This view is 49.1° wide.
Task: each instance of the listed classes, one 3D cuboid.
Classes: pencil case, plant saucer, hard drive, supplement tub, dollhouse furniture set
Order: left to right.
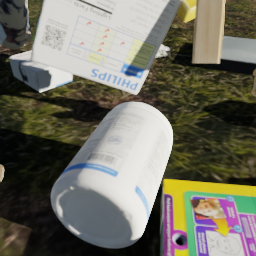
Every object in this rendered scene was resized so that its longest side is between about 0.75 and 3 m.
[{"bbox_3d":[-3.213,-3.595,7.759,1.036,2.662,1.191,14,51,-10],"label":"pencil case"},{"bbox_3d":[-0.155,0.758,5.316,1.640,1.640,2.486,11,35,16],"label":"supplement tub"},{"bbox_3d":[1.817,-3.979,8.371,1.338,0.324,1.338,-33,87,-26],"label":"plant saucer"},{"bbox_3d":[4.633,-3.182,11.945,2.078,0.490,2.978,12,37,17],"label":"hard drive"},{"bbox_3d":[2.891,-1.944,5.721,2.950,2.710,1.919,5,13,15],"label":"dollhouse furniture set"}]

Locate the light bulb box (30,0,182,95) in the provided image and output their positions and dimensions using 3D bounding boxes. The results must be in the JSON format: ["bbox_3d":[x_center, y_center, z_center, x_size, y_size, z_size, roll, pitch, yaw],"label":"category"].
[{"bbox_3d":[-0.515,-2.424,5.954,2.484,2.506,1.564,15,30,-20],"label":"light bulb box"}]

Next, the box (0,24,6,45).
[{"bbox_3d":[-3.081,-2.010,5.452,0.935,0.940,0.615,4,51,8],"label":"box"}]

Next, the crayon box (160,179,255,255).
[{"bbox_3d":[1.618,2.018,4.275,2.224,0.751,2.578,5,35,4],"label":"crayon box"}]

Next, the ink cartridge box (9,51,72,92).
[{"bbox_3d":[-3.167,-2.137,10.173,1.383,0.798,1.907,-30,45,-35],"label":"ink cartridge box"}]

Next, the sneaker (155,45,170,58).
[{"bbox_3d":[1.283,-3.245,11.938,0.916,0.601,1.592,16,36,25],"label":"sneaker"}]

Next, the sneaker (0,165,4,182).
[{"bbox_3d":[-2.474,0.584,4.089,1.313,0.463,0.496,21,34,2],"label":"sneaker"}]
